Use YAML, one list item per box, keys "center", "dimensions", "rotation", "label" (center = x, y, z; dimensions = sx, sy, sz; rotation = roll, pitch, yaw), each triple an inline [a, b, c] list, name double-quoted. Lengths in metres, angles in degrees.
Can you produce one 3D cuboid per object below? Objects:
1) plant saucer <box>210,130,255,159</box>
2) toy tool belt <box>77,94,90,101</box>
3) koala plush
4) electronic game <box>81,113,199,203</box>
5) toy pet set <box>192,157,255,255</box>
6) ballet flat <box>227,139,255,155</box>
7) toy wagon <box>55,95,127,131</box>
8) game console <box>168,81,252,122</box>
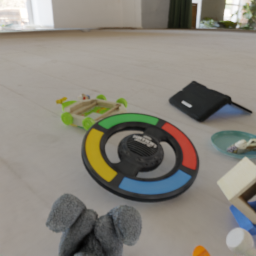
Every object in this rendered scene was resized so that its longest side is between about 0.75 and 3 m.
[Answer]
- center: [3.268, 0.500, 8.320]
  dimensions: [1.610, 0.221, 1.610]
  rotation: [1, 25, 0]
  label: "plant saucer"
- center: [-1.763, -1.198, 11.665]
  dimensions: [0.474, 0.482, 0.772]
  rotation: [-5, 4, -35]
  label: "toy tool belt"
- center: [-0.606, 2.038, 4.078]
  dimensions: [1.381, 1.431, 1.557]
  rotation: [11, 46, -4]
  label: "koala plush"
- center: [0.315, 0.574, 6.903]
  dimensions: [2.912, 0.606, 2.912]
  rotation: [6, 39, -5]
  label: "electronic game"
- center: [2.314, 1.644, 4.573]
  dimensions: [1.284, 2.418, 2.258]
  rotation: [42, 12, -12]
  label: "toy pet set"
- center: [3.341, 0.493, 7.907]
  dimensions: [1.145, 0.412, 0.412]
  rotation: [-5, 25, -10]
  label: "ballet flat"
- center: [-1.450, -0.632, 10.313]
  dimensions: [2.820, 0.558, 2.188]
  rotation: [13, 30, 29]
  label: "toy wagon"
- center: [3.225, -0.874, 11.289]
  dimensions: [2.163, 1.431, 2.459]
  rotation: [-36, 31, -5]
  label: "game console"
